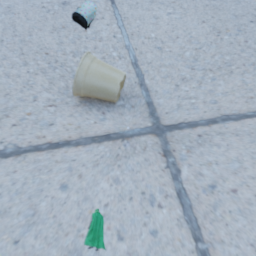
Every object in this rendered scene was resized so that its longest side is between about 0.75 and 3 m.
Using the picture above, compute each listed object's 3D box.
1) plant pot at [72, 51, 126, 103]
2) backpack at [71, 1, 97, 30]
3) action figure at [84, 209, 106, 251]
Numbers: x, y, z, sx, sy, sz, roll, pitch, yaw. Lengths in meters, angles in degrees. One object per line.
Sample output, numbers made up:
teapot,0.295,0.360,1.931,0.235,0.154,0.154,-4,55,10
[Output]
plant pot,-1.050,-1.853,11.094,1.707,1.864,1.864,20,52,2
backpack,-1.484,-4.056,9.972,0.749,0.568,0.898,40,69,-4
action figure,-0.685,2.134,5.973,0.522,0.242,0.884,31,39,-27
